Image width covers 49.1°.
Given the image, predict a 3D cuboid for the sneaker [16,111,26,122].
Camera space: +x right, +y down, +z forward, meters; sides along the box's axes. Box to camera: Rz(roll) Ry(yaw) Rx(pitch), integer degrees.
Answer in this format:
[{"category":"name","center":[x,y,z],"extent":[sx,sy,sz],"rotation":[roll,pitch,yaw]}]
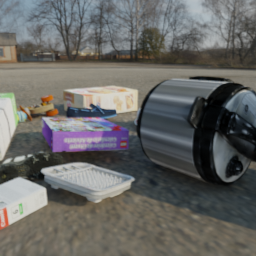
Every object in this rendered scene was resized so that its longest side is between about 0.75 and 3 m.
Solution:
[{"category":"sneaker","center":[-4.558,-0.388,11.261],"extent":[0.862,0.525,1.320],"rotation":[-6,17,-15]}]

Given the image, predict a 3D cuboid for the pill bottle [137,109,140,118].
[{"category":"pill bottle","center":[1.027,-0.401,10.309],"extent":[0.801,0.801,1.426],"rotation":[-14,18,-40]}]

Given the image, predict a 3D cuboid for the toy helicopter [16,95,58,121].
[{"category":"toy helicopter","center":[-4.385,-0.768,12.563],"extent":[2.219,0.875,1.468],"rotation":[-4,21,29]}]

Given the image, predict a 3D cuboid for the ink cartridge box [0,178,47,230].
[{"category":"ink cartridge box","center":[-2.333,1.422,4.997],"extent":[0.838,0.387,1.539],"rotation":[10,20,34]}]

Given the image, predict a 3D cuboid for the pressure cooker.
[{"category":"pressure cooker","center":[1.805,0.072,6.394],"extent":[2.300,2.336,2.616],"rotation":[-26,26,-35]}]

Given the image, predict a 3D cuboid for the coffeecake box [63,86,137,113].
[{"category":"coffeecake box","center":[-1.357,-1.340,13.650],"extent":[2.905,1.061,2.229],"rotation":[-11,19,-34]}]

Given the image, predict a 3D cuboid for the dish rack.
[{"category":"dish rack","center":[-0.831,1.114,5.803],"extent":[1.624,0.354,1.394],"rotation":[9,5,30]}]

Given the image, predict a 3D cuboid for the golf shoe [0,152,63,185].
[{"category":"golf shoe","center":[-2.388,0.866,6.478],"extent":[1.737,0.675,0.821],"rotation":[-7,13,-36]}]

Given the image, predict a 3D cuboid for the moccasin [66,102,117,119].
[{"category":"moccasin","center":[-1.506,-0.689,11.638],"extent":[2.096,0.715,0.843],"rotation":[-6,5,-17]}]

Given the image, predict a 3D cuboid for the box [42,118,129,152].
[{"category":"box","center":[-1.409,0.118,8.280],"extent":[1.975,0.564,2.886],"rotation":[-1,9,-21]}]

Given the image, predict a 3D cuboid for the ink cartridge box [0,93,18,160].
[{"category":"ink cartridge box","center":[-4.610,-0.095,8.352],"extent":[2.020,1.166,2.776],"rotation":[-3,24,-11]}]

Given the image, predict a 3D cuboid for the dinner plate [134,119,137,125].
[{"category":"dinner plate","center":[1.347,-0.166,10.777],"extent":[2.209,0.268,2.209],"rotation":[-1,18,0]}]
